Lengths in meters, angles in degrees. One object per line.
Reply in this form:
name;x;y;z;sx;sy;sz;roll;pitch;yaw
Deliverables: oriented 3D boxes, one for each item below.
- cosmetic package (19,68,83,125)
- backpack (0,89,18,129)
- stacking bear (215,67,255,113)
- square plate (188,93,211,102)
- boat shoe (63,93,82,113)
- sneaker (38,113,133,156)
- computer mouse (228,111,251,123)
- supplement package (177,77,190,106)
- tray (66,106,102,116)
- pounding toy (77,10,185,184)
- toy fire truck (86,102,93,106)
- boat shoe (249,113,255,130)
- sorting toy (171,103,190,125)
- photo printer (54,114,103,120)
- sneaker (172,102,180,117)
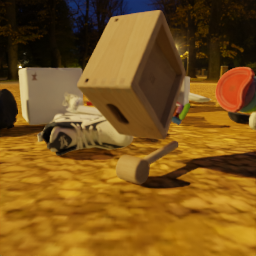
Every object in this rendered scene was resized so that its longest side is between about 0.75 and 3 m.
cosmetic package;-2.877;-1.248;10.304;1.895;1.883;2.264;-5;11;-25
backpack;-4.735;-0.597;8.233;2.380;1.830;1.941;-16;19;-6
stacking bear;3.420;-0.849;7.594;1.875;1.139;1.066;13;11;-27
square plate;3.441;-1.889;16.325;2.309;0.331;2.331;20;13;27
boat shoe;-1.421;-0.693;7.052;0.463;0.401;1.086;30;10;-12
sneaker;-1.013;0.208;5.940;2.018;0.805;1.313;15;25;22
computer mouse;4.066;-0.305;9.706;1.313;0.346;0.909;10;10;-8
supplement package;1.468;-1.756;13.613;2.797;1.591;1.532;4;11;20
tray;-0.596;-0.340;8.387;2.264;0.251;1.216;10;-10;22
pounding toy;0.097;-0.288;4.979;1.136;2.484;2.182;6;-28;31
toy fire truck;-1.755;-1.323;15.065;0.824;0.201;0.581;3;11;17
boat shoe;4.433;-0.235;8.402;1.821;0.635;0.649;-3;6;-29
sorting toy;1.621;-0.507;9.293;0.481;0.703;1.171;27;-11;1
photo printer;-1.364;-0.118;8.087;1.477;0.513;1.229;-2;9;-10
sneaker;1.067;-0.743;10.700;2.113;0.753;1.189;8;15;10
